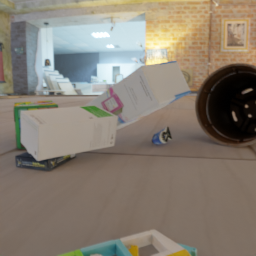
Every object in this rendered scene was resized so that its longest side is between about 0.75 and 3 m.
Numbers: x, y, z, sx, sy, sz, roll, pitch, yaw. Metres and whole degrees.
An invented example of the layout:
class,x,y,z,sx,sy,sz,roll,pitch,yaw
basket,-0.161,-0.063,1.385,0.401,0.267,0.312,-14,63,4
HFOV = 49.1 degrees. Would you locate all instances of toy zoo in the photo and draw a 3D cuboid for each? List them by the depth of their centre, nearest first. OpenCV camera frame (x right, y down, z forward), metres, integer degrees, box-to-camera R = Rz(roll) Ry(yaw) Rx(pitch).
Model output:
class,x,y,z,sx,sy,sz,roll,pitch,yaw
toy zoo,0.071,1.706,3.323,1.846,0.189,1.211,-5,11,-25

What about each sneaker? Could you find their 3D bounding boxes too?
class,x,y,z,sx,sy,sz,roll,pitch,yaw
sneaker,1.207,0.304,10.300,0.597,0.526,1.340,-17,0,26

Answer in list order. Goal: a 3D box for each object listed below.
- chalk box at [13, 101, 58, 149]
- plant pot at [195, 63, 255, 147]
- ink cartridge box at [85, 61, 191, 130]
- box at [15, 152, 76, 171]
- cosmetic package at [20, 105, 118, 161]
class,x,y,z,sx,sy,sz,roll,pitch,yaw
chalk box,-3.387,-0.152,10.378,1.534,1.523,2.457,-5,10,-22
plant pot,4.630,-0.787,11.053,2.961,2.961,2.931,7,4,38
ink cartridge box,0.228,-0.928,9.429,2.991,1.266,2.161,-26,-2,41
box,-2.324,0.827,8.048,1.103,0.357,1.399,3,10,20
cosmetic package,-1.667,0.061,8.034,2.437,1.034,1.311,-8,25,-40
